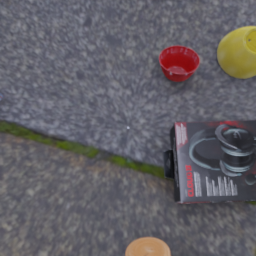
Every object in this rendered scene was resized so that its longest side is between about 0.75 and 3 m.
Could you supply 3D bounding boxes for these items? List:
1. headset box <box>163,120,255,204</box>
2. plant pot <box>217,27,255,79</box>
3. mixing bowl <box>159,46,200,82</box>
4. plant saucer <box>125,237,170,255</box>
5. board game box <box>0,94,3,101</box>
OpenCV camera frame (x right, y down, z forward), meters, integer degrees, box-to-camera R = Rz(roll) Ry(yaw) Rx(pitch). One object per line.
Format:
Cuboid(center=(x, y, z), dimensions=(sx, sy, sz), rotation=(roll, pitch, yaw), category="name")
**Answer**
Cuboid(center=(2.488, 0.988, 7.966), dimensions=(2.975, 1.149, 2.214), rotation=(-1, 74, 0), category="headset box")
Cuboid(center=(3.814, -2.499, 8.824), dimensions=(1.651, 1.172, 1.651), rotation=(0, 86, -1), category="plant pot")
Cuboid(center=(1.588, -1.955, 8.995), dimensions=(1.276, 0.691, 1.276), rotation=(1, 56, -1), category="mixing bowl")
Cuboid(center=(0.482, 3.099, 6.929), dimensions=(1.113, 1.113, 0.180), rotation=(-7, 110, -2), category="plant saucer")
Cuboid(center=(-4.752, -0.770, 8.866), dimensions=(1.350, 0.416, 1.349), rotation=(36, 76, 10), category="board game box")
